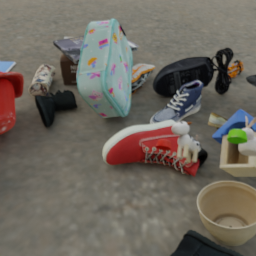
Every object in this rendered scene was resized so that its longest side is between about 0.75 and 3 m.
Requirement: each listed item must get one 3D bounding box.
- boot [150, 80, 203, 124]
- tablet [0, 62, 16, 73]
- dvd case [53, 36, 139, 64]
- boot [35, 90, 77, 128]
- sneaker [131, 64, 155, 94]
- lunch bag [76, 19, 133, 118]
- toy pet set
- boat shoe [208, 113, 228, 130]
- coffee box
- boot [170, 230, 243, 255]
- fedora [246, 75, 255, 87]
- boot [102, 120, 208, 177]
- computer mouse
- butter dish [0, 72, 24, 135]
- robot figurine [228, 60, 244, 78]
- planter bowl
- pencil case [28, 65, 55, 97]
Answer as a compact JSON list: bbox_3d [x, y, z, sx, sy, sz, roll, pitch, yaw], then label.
[{"bbox_3d":[1.549,-0.765,8.962,2.213,0.999,0.805,-31,47,-33],"label":"boot"},{"bbox_3d":[-5.605,-2.359,11.724,1.178,0.124,1.810,2,37,4],"label":"tablet"},{"bbox_3d":[-1.282,-3.281,11.140,2.770,0.221,2.059,-20,43,-28],"label":"dvd case"},{"bbox_3d":[-2.305,-0.685,9.272,1.258,0.568,1.535,-10,44,-26],"label":"boot"},{"bbox_3d":[0.417,-1.927,10.697,0.716,0.706,1.828,18,40,33],"label":"sneaker"},{"bbox_3d":[-0.559,-1.836,8.871,1.083,2.254,2.810,-3,65,21],"label":"lunch bag"},{"bbox_3d":[2.459,0.056,6.156,2.731,2.550,1.450,-9,60,46],"label":"toy pet set"},{"bbox_3d":[2.784,-0.101,8.363,1.249,0.414,0.462,19,14,-37],"label":"boat shoe"},{"bbox_3d":[-1.934,-2.861,11.619,1.486,1.036,2.599,-5,38,-6],"label":"coffee box"},{"bbox_3d":[1.338,2.656,4.867,1.615,0.617,1.357,21,39,35],"label":"boot"},{"bbox_3d":[4.659,-0.597,8.112,2.985,1.363,2.985,11,21,-4],"label":"fedora"},{"bbox_3d":[0.746,0.725,7.193,2.508,0.908,1.810,-16,42,-25],"label":"boot"},{"bbox_3d":[2.212,-1.867,9.966,2.780,1.925,0.733,-11,46,4],"label":"computer mouse"},{"bbox_3d":[-4.148,-0.264,7.725,2.700,2.001,2.707,-12,-3,-23],"label":"butter dish"},{"bbox_3d":[4.360,-2.368,11.348,0.887,0.643,0.258,-30,25,-20],"label":"robot figurine"},{"bbox_3d":[2.045,1.795,5.606,1.251,0.842,1.251,-9,28,5],"label":"planter bowl"},{"bbox_3d":[-3.169,-1.778,10.491,0.757,0.659,1.693,-21,35,12],"label":"pencil case"}]
